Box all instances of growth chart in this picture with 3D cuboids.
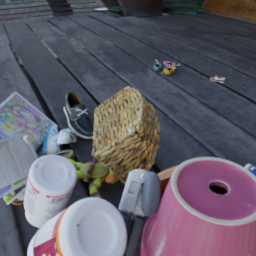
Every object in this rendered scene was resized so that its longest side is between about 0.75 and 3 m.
[{"bbox_3d":[-3.209,1.112,7.696,0.239,1.949,2.693,-18,-3,17],"label":"growth chart"}]

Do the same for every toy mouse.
[{"bbox_3d":[2.095,-3.547,16.343,1.846,0.357,1.641,-22,41,-29],"label":"toy mouse"}]

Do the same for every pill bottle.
[{"bbox_3d":[-1.192,2.421,5.832,1.344,2.453,1.344,19,52,-27],"label":"pill bottle"},{"bbox_3d":[4.015,1.678,8.513,0.676,0.676,1.168,-29,49,-35],"label":"pill bottle"},{"bbox_3d":[-2.063,1.705,7.215,1.122,1.979,1.122,15,42,-14],"label":"pill bottle"}]

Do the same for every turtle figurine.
[{"bbox_3d":[-1.233,1.478,8.603,2.203,0.880,2.732,6,35,4],"label":"turtle figurine"}]

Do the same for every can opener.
[{"bbox_3d":[0.077,2.201,6.234,0.694,2.600,0.869,17,-2,-18],"label":"can opener"}]

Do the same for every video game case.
[{"bbox_3d":[-4.022,0.061,10.128,1.996,0.251,2.787,42,34,-17],"label":"video game case"}]

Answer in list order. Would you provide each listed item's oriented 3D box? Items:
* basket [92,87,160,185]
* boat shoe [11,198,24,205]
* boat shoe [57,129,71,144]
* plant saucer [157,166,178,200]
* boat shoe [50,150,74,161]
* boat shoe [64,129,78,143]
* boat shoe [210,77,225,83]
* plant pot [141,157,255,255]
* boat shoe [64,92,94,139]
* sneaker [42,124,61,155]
[{"bbox_3d":[0.223,0.222,8.887,1.956,2.042,2.741,-33,30,16],"label":"basket"},{"bbox_3d":[-3.393,1.424,8.644,0.643,0.643,1.828,0,50,-21],"label":"boat shoe"},{"bbox_3d":[-2.242,0.290,9.720,0.476,0.423,1.293,-7,8,-13],"label":"boat shoe"},{"bbox_3d":[1.451,1.461,7.642,2.034,2.034,0.328,-6,58,-8],"label":"plant saucer"},{"bbox_3d":[-2.545,1.095,9.465,1.453,0.455,0.517,-12,48,-20],"label":"boat shoe"},{"bbox_3d":[-2.196,0.256,10.696,0.362,0.412,1.158,-27,25,-31],"label":"boat shoe"},{"bbox_3d":[4.838,-2.653,15.159,0.806,0.252,0.287,22,42,31],"label":"boat shoe"},{"bbox_3d":[1.725,2.192,6.158,2.877,2.575,2.877,0,34,0],"label":"plant pot"},{"bbox_3d":[-2.005,-0.519,11.409,0.897,0.844,2.497,-6,43,-32],"label":"boat shoe"},{"bbox_3d":[-2.761,0.454,10.400,0.608,0.576,1.505,24,34,-25],"label":"sneaker"}]
